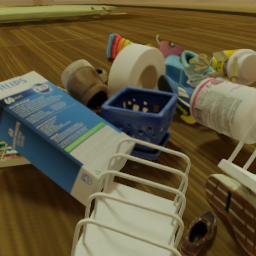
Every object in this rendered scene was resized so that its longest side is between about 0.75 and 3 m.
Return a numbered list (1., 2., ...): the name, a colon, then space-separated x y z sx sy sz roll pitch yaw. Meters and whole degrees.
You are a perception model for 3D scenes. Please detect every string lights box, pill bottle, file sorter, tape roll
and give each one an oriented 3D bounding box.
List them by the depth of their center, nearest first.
1. file sorter: 0.121 1.185 3.936 1.307 1.173 1.883 17 31 7
2. file sorter: 2.670 0.656 4.071 2.028 1.263 1.407 25 10 -38
3. string lights box: -1.402 0.055 5.531 2.785 0.821 1.431 34 37 12
4. pill bottle: 2.355 -0.331 5.914 1.105 1.105 1.950 -17 29 -28
5. tape roll: 0.296 -1.389 8.099 0.680 1.945 1.945 23 36 31
6. pill bottle: 3.616 -2.016 9.358 1.151 1.151 2.107 -3 13 -6

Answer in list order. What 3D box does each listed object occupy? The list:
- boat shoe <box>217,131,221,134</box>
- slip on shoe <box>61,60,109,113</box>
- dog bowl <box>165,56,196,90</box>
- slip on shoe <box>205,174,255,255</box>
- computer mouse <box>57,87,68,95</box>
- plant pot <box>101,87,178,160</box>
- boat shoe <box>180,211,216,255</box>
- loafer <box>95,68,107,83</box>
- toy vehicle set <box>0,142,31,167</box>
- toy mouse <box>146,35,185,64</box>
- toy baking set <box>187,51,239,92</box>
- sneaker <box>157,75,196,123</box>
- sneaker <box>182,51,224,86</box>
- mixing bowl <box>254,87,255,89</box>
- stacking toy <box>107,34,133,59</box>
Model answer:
1. boat shoe: 2.626 -0.463 7.677 0.673 0.715 1.992 2 26 8
2. slip on shoe: -0.887 -0.772 7.127 1.041 2.739 0.830 -39 79 -8
3. dog bowl: 1.944 -1.835 9.811 1.834 1.022 0.455 28 56 24
4. slip on shoe: 1.879 1.313 4.380 0.578 0.726 1.909 5 13 -13
5. computer mouse: -1.746 -0.875 8.091 1.134 0.622 0.249 26 8 -30
6. plant pot: 0.291 -0.094 6.447 1.383 1.243 1.383 11 31 20
7. boat shoe: 1.134 1.575 4.322 0.341 0.340 0.968 23 35 26
8. loafer: -1.135 -2.013 10.689 0.620 0.560 1.639 0 29 0
9. toy vehicle set: -2.582 0.562 6.366 1.280 0.170 0.795 -6 29 -12
10. toy mouse: 1.686 -2.660 10.929 2.383 0.519 2.682 19 -9 12
11. toy baking set: 2.347 -1.494 7.739 1.369 0.208 1.784 3 54 14
12. sneaker: 1.519 -0.890 8.063 0.700 0.630 1.703 -30 72 -30
13. sneaker: 2.159 -1.687 8.385 0.744 0.825 2.013 -39 43 1
14. mixing bowl: 3.794 -0.662 7.631 1.459 1.459 0.790 -16 67 -27
15. stacking toy: 0.075 -3.791 13.654 2.080 1.142 1.207 15 22 5
